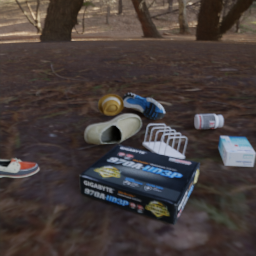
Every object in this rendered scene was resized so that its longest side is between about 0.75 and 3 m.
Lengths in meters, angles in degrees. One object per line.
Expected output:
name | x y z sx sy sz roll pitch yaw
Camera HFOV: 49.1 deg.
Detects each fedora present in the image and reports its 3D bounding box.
fedora | -0.799 -0.959 12.949 1.228 1.228 0.501 0 36 -1

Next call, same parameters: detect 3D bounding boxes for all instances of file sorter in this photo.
file sorter | 1.275 0.463 9.727 0.915 0.821 1.318 -1 21 -31

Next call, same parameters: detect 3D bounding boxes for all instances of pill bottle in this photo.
pill bottle | 3.388 -0.262 11.785 1.076 0.624 0.624 -2 23 -1

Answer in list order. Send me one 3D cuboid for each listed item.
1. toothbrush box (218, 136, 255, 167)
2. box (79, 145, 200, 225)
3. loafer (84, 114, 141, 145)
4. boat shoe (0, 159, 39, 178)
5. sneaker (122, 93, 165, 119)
toothbrush box | 3.653 0.781 9.531 0.911 0.531 1.245 3 24 7
box | 0.380 1.414 7.862 2.762 0.635 2.195 11 25 25
loafer | -0.396 0.145 10.504 2.516 0.952 0.859 -20 29 -34
boat shoe | -3.589 1.192 8.603 1.610 0.504 0.573 -2 21 -7
sneaker | 0.873 -1.047 13.551 2.361 0.885 1.023 29 10 33
